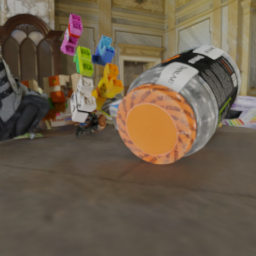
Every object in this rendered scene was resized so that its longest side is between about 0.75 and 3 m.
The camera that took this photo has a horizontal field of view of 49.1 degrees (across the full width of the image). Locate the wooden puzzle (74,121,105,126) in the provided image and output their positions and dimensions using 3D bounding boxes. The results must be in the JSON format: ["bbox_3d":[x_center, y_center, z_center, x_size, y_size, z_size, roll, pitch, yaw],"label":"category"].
[{"bbox_3d":[-1.371,-0.154,10.106,0.947,0.164,1.404,-2,6,27],"label":"wooden puzzle"}]

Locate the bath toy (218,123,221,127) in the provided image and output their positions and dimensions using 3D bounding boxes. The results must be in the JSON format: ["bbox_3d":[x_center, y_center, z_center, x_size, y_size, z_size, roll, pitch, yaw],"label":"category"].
[{"bbox_3d":[2.331,-0.460,8.732,1.010,1.188,2.732,2,12,14],"label":"bath toy"}]

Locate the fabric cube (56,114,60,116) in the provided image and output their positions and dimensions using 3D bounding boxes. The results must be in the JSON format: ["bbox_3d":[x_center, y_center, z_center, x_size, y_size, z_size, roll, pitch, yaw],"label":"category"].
[{"bbox_3d":[-3.030,-0.550,10.515,0.823,0.820,0.807,0,7,1],"label":"fabric cube"}]

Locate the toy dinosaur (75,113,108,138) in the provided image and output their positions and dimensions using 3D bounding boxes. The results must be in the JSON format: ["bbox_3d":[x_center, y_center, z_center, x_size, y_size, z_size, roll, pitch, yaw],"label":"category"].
[{"bbox_3d":[-0.960,-0.172,7.734,0.953,0.717,1.404,1,-36,-25],"label":"toy dinosaur"}]

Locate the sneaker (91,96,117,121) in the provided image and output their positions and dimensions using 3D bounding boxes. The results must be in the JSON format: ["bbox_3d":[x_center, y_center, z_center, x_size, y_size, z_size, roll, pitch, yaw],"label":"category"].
[{"bbox_3d":[-0.580,-0.735,10.342,2.265,0.917,0.837,19,4,27],"label":"sneaker"}]

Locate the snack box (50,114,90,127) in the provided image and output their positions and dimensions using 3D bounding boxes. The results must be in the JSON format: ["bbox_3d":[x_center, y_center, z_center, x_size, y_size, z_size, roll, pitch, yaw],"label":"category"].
[{"bbox_3d":[-1.930,-0.332,9.770,0.980,0.331,2.727,-6,4,-3],"label":"snack box"}]

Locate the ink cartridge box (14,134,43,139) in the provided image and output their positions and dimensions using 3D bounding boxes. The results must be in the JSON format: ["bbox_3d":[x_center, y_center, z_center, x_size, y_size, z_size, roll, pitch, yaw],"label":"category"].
[{"bbox_3d":[-2.873,0.142,7.819,0.874,0.210,0.636,-5,9,-22],"label":"ink cartridge box"}]

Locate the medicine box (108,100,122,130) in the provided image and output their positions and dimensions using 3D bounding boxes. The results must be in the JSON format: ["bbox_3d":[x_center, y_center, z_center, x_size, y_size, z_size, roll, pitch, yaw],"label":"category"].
[{"bbox_3d":[0.447,-0.588,8.468,1.709,0.879,1.556,-22,9,-16],"label":"medicine box"}]

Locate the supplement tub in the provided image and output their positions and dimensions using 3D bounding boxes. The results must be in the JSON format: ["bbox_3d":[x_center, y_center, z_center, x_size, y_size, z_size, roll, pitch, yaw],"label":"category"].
[{"bbox_3d":[1.115,-0.567,5.732,1.779,1.779,2.903,5,26,32],"label":"supplement tub"}]

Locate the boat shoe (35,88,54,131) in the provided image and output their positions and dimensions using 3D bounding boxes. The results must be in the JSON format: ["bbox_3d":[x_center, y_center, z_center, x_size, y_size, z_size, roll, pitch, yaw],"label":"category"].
[{"bbox_3d":[-2.993,-0.659,9.307,0.656,0.741,2.023,-17,42,-16],"label":"boat shoe"}]

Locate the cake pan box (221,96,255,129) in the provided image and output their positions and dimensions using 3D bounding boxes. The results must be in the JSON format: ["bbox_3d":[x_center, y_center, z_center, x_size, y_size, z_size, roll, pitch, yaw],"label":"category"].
[{"bbox_3d":[3.488,-0.472,8.488,1.301,0.340,1.198,8,-33,2],"label":"cake pan box"}]

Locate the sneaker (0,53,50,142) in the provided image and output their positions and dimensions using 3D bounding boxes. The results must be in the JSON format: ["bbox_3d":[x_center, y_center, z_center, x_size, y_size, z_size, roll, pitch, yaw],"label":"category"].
[{"bbox_3d":[-2.577,-0.998,6.024,1.652,2.903,1.096,-3,22,-34],"label":"sneaker"}]

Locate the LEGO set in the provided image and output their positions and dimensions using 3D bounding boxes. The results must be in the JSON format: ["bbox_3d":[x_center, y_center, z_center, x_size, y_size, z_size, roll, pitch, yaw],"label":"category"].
[{"bbox_3d":[-0.789,-1.033,5.816,0.994,2.605,1.069,9,-41,-28],"label":"LEGO set"}]

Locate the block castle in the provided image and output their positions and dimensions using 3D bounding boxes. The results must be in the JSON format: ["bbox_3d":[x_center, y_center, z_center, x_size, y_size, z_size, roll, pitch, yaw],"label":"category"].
[{"bbox_3d":[-2.150,-0.639,7.851,2.350,1.102,1.570,-9,-7,4],"label":"block castle"}]
